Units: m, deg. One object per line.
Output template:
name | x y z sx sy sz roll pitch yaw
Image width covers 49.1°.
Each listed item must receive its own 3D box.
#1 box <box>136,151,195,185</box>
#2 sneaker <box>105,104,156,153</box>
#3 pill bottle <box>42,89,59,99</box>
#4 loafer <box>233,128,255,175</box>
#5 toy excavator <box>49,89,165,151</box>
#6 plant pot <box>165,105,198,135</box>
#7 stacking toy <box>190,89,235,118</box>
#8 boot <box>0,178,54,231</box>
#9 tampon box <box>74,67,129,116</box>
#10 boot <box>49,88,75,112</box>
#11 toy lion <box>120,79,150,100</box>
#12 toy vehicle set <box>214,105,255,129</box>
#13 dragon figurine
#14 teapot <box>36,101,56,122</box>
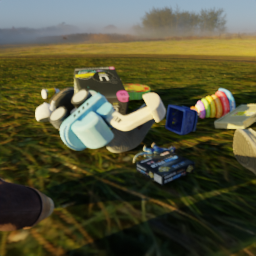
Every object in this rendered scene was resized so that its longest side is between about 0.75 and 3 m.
box | 0.939 0.978 7.023 1.174 0.270 0.933 -14 23 -36
sneaker | -0.072 0.138 8.987 2.357 0.882 1.252 -39 9 -39
pill bottle | -4.142 -1.848 15.039 0.879 0.480 0.480 -16 24 -38
loafer | 3.396 0.718 7.039 0.778 0.862 2.279 -1 28 -8
toy excavator | -0.555 -0.179 7.671 2.480 1.274 2.551 -43 41 -12
plant pot | 1.937 -0.303 9.935 0.809 0.900 0.900 -4 18 -34
stacking toy | 3.180 -0.809 11.426 2.028 1.177 1.113 -12 18 -2
boot | -2.557 1.102 4.285 2.439 0.883 2.029 1 -14 12
tampon box | -1.091 -1.161 10.612 1.646 1.386 2.196 -7 40 -17
boot | -1.688 -1.012 11.899 1.955 1.095 2.827 24 34 32
toy lion | -0.273 -1.860 14.463 2.590 0.928 2.702 16 26 31
toy vehicle set | 4.206 -0.440 10.290 1.858 0.246 1.154 -27 16 -32
dragon figurine | 0.749 0.711 7.669 1.242 0.366 0.618 -13 23 -37
teapot | -3.167 -0.631 10.810 0.897 0.655 0.886 -12 -9 -9
